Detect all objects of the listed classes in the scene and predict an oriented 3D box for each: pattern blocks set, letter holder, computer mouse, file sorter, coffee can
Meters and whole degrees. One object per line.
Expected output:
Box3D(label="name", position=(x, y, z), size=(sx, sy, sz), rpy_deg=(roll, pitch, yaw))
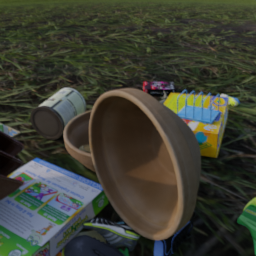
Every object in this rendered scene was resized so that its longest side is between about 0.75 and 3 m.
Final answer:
Box3D(label="pattern blocks set", position=(-1.045, 2.623, 5.945), size=(2.135, 0.173, 1.877), rpy_deg=(-1, 30, -1))
Box3D(label="letter holder", position=(-3.566, 1.291, 5.927), size=(2.677, 1.903, 1.346), rpy_deg=(-30, 66, -1))
Box3D(label="computer mouse", position=(-0.009, 2.729, 5.212), size=(2.706, 0.461, 0.793), rpy_deg=(18, 38, 14))
Box3D(label="file sorter", position=(2.221, -0.708, 8.884), size=(1.179, 0.723, 0.818), rpy_deg=(14, 36, 31))
Box3D(label="coffee can", position=(-2.475, -0.547, 10.129), size=(1.268, 1.268, 1.732), rpy_deg=(10, 32, 16))

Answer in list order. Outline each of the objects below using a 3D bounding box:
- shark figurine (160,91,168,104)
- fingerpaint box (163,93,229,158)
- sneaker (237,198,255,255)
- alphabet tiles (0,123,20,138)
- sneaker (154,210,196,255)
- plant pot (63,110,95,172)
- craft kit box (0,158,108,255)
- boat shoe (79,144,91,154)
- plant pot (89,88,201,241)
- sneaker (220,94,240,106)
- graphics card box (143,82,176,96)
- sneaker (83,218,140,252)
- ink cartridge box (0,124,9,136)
Box3D(label="shark figurine", position=(1.625, -1.275, 12.186), size=(0.623, 0.435, 1.042), rpy_deg=(13, 35, 18))
Box3D(label="fingerpaint box", position=(2.179, -0.200, 9.722), size=(2.208, 0.971, 2.647), rpy_deg=(7, 32, 22))
Box3D(label="sneaker", position=(3.134, 2.599, 5.432), size=(0.944, 1.065, 2.549), rpy_deg=(18, 33, -41))
Box3D(label="alphabet tiles", position=(-5.201, 0.390, 9.737), size=(2.631, 0.083, 2.189), rpy_deg=(19, 36, 28))
Box3D(label="sneaker", position=(1.044, 2.285, 6.121), size=(0.653, 0.588, 1.676), rpy_deg=(5, 29, 22))
Box3D(label="plant pot", position=(-0.475, 0.533, 8.367), size=(2.729, 1.260, 2.729), rpy_deg=(-1, 32, 1))
Box3D(label="craft kit box", position=(-2.266, 1.888, 6.582), size=(2.620, 0.636, 2.587), rpy_deg=(15, 30, 32))
Box3D(label="boat shoe", position=(-0.687, 0.617, 8.311), size=(1.577, 0.494, 0.578), rpy_deg=(2, 40, -32))
Box3D(label="plant pot", position=(0.491, 0.580, 5.789), size=(1.376, 2.980, 2.980), rpy_deg=(-18, 36, -32))
Box3D(label="sneaker", position=(4.458, -1.197, 12.198), size=(0.468, 0.338, 0.892), rpy_deg=(-7, 37, -34))
Box3D(label="graphics card box", position=(1.451, -1.831, 13.136), size=(1.478, 0.376, 0.927), rpy_deg=(2, 31, 1))
Box3D(label="sneaker", position=(-0.382, 2.298, 6.009), size=(1.268, 0.513, 0.468), rpy_deg=(14, -2, 7))
Box3D(label="ink cartridge box", position=(-4.377, 0.612, 8.154), size=(1.655, 1.209, 0.698), rpy_deg=(-7, -5, -11))
